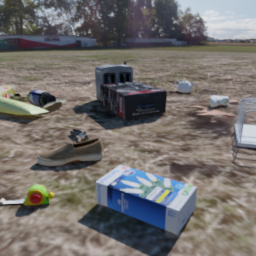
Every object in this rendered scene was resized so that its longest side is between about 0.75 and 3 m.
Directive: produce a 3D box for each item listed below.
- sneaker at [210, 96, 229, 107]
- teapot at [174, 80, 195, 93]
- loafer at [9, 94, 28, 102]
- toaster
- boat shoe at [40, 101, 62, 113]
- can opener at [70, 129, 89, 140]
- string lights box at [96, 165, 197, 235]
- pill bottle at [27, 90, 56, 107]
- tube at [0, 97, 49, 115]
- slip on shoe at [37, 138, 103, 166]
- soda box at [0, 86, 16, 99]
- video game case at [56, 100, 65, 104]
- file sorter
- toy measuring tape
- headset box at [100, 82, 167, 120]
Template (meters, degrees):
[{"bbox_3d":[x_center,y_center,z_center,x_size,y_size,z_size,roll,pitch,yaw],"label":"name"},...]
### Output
[{"bbox_3d":[4.631,-1.357,14.082,0.874,0.557,1.513,6,19,24],"label":"sneaker"},{"bbox_3d":[3.487,-2.607,17.353,0.961,0.702,0.949,-7,20,-16],"label":"teapot"},{"bbox_3d":[-5.762,-1.607,14.883,0.538,0.477,1.416,5,20,13],"label":"loafer"},{"bbox_3d":[-0.744,-2.530,15.144,1.888,2.088,1.239,-7,16,-21],"label":"toaster"},{"bbox_3d":[-3.669,-1.040,13.379,0.386,0.429,1.191,22,34,28],"label":"boat shoe"},{"bbox_3d":[-1.750,0.262,10.096,0.262,0.328,0.981,-42,30,-25],"label":"can opener"},{"bbox_3d":[0.368,1.476,6.096,1.960,0.578,1.007,12,23,30],"label":"string lights box"},{"bbox_3d":[-4.290,-1.443,13.973,1.402,0.784,0.784,14,24,33],"label":"pill bottle"},{"bbox_3d":[-5.014,-0.880,12.684,2.694,0.699,0.782,11,55,22],"label":"tube"},{"bbox_3d":[-1.705,0.683,8.306,1.949,0.590,0.741,-3,20,-9],"label":"slip on shoe"},{"bbox_3d":[-6.569,-1.609,14.510,0.781,0.738,2.305,-1,19,-3],"label":"soda box"},{"bbox_3d":[-3.801,-1.329,14.688,0.776,0.098,0.853,3,19,8],"label":"video game case"},{"bbox_3d":[4.621,-0.220,9.866,1.407,1.262,2.028,6,20,16],"label":"file sorter"},{"bbox_3d":[-2.282,1.503,6.290,1.205,0.443,0.443,-1,20,-3],"label":"toy measuring tape"},{"bbox_3d":[0.247,-1.357,13.193,2.203,1.143,2.961,-10,23,-26],"label":"headset box"}]
